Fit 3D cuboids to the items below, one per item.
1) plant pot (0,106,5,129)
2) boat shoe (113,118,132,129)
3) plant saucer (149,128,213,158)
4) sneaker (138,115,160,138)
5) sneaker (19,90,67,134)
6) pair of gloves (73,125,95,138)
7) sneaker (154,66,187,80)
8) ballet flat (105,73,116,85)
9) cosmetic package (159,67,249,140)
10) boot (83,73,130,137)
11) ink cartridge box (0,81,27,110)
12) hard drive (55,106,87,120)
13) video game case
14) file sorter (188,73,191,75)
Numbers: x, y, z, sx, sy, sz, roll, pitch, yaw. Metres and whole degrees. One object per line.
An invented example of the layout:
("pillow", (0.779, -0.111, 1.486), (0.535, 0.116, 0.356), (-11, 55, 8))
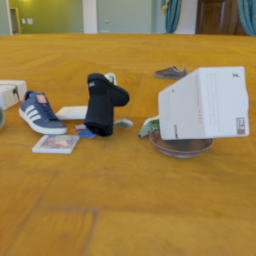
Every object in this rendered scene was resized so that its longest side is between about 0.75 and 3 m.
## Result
("plant pot", (-4.635, -0.361, 8.892), (1.254, 1.254, 1.088), (-12, 9, -26))
("boat shoe", (-0.140, -0.175, 9.067), (0.818, 0.306, 0.280), (3, 45, 47))
("plant saucer", (1.488, 0.402, 7.975), (1.784, 0.326, 1.784), (1, 24, 0))
("sneaker", (0.916, 0.008, 8.737), (1.420, 0.546, 0.629), (-29, 59, -33))
("sneaker", (-2.796, -0.577, 9.086), (2.423, 1.024, 0.908), (27, 20, 37))
("pair of gloves", (-1.244, 0.075, 9.004), (0.913, 0.129, 1.136), (-10, 24, -18))
("sneaker", (2.415, -3.179, 15.833), (1.959, 0.740, 0.690), (12, 26, 25))
("ballet flat", (-0.987, -1.822, 12.421), (0.993, 0.993, 2.861), (1, 23, 3))
("cosmetic package", (1.676, -0.451, 7.001), (1.082, 1.486, 2.923), (-3, -4, -9))
("boot", (-0.654, -0.528, 8.901), (0.803, 1.767, 2.102), (-8, -20, 27))
("ink cartridge box", (-5.248, -1.402, 11.639), (1.302, 0.758, 1.800), (4, 23, 10))
("hard drive", (-1.722, -0.549, 9.970), (1.510, 0.198, 0.996), (-1, 21, 8))
("video game case", (-2.062, 0.451, 8.107), (1.081, 0.124, 0.985), (2, 23, 4))
("file sorter", (2.829, -1.559, 11.596), (0.952, 1.055, 1.517), (9, 24, 20))
